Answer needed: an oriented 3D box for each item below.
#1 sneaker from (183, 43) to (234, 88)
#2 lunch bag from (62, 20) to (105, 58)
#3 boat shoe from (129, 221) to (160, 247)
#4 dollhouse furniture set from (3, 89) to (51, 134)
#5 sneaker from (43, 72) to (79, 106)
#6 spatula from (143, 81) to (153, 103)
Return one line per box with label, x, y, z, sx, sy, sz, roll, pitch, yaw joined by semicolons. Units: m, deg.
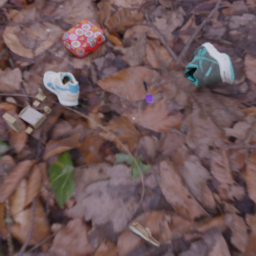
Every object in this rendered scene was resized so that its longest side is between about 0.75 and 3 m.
sneaker;2.278;-1.952;8.830;1.211;1.030;2.655;-18;22;5
lunch bag;-1.586;-3.254;10.333;1.239;0.576;1.407;38;68;19
boat shoe;0.461;2.730;7.225;0.883;0.334;0.317;31;64;14
dollhouse furniture set;-3.047;-0.510;8.811;0.743;0.634;1.433;31;65;16
sneaker;-2.064;-1.416;8.787;0.729;0.770;1.906;-9;36;-38
spatula;0.640;-1.233;9.513;0.247;0.090;0.876;-11;62;-6
